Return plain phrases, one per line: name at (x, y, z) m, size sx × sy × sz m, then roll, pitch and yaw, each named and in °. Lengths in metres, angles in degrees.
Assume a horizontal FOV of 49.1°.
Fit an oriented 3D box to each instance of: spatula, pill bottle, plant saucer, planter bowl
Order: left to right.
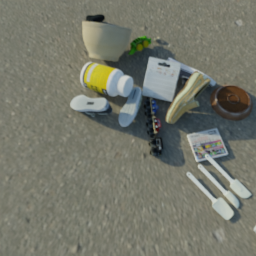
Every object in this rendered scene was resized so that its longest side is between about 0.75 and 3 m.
planter bowl at (-0.974, -3.682, 12.138) m, size 2.142 × 2.142 × 1.442 m, roll 10°, pitch 106°, yaw 5°
pill bottle at (-0.856, -1.935, 11.489) m, size 2.008 × 1.118 × 1.118 m, roll 20°, pitch 64°, yaw 23°
spatula at (3.215, 2.069, 10.101) m, size 1.456 × 0.168 × 2.095 m, roll -39°, pitch 74°, yaw -16°
plant saucer at (4.368, -1.138, 11.731) m, size 1.788 × 0.308 × 1.788 m, roll 0°, pitch 63°, yaw -1°

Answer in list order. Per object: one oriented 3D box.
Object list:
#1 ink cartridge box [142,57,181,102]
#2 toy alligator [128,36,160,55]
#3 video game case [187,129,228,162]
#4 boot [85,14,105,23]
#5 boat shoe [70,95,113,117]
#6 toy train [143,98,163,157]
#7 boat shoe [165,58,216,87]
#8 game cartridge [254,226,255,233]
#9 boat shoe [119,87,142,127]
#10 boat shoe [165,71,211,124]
ink cartridge box at (1.352, -1.995, 11.490) m, size 1.337 × 1.648 × 0.413 m, roll 14°, pitch 26°, yaw 7°
toy alligator at (0.679, -3.987, 12.921) m, size 1.957 × 0.531 × 0.580 m, roll -36°, pitch 28°, yaw -25°
video game case at (3.069, 0.662, 10.896) m, size 1.257 × 0.144 × 1.146 m, roll -12°, pitch 64°, yaw -7°
boot at (-1.678, -5.151, 13.716) m, size 0.990 × 0.378 × 0.832 m, roll 3°, pitch 59°, yaw 9°
boat shoe at (-1.475, -0.869, 11.327) m, size 1.954 × 0.667 × 0.721 m, roll 2°, pitch 63°, yaw 32°
toy train at (1.023, -0.100, 11.118) m, size 0.590 × 0.440 × 2.577 m, roll -4°, pitch 63°, yaw -4°
boat shoe at (2.597, -2.179, 12.024) m, size 2.281 × 0.818 × 0.773 m, roll 24°, pitch 102°, yaw -3°
game cartridge at (5.109, 3.344, 9.446) m, size 1.617 × 0.331 × 1.076 m, roll -29°, pitch 70°, yaw -14°
boat shoe at (0.195, -0.784, 11.356) m, size 0.673 × 0.580 × 1.871 m, roll 8°, pitch 62°, yaw 31°
boat shoe at (2.386, -1.068, 11.006) m, size 0.894 × 0.842 × 2.349 m, roll 35°, pitch 98°, yaw 19°
